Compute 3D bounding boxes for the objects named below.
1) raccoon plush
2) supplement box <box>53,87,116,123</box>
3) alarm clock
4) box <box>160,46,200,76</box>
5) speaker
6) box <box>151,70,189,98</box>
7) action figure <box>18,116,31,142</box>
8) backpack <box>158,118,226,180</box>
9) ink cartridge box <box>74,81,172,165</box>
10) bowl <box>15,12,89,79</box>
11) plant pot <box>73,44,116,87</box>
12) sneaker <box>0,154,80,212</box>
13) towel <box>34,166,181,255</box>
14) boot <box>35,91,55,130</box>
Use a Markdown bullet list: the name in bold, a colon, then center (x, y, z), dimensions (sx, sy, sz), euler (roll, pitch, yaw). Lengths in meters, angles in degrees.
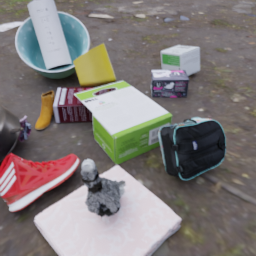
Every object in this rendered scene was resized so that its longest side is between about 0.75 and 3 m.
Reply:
- **raccoon plush**: center (-0.435, 1.132, 6.028), dimensions (0.753, 1.557, 1.043), euler (4, 28, 12)
- **supplement box**: center (-1.327, -0.867, 10.081), dimensions (2.461, 0.749, 1.340), euler (-2, 37, -3)
- **alarm clock**: center (-4.228, 0.080, 8.106), dimensions (2.690, 0.895, 1.814), euler (25, 75, 40)
- **box**: center (2.326, -2.977, 12.502), dimensions (1.265, 1.084, 1.259), euler (-27, 32, -30)
- **speaker**: center (-3.182, -3.760, 11.480), dimensions (1.091, 2.686, 1.091), euler (-15, 8, 2)
- **box**: center (1.647, -1.804, 11.295), dimensions (1.423, 0.816, 0.940), euler (0, 36, 1)
- **action figure**: center (-3.567, 0.120, 8.697), dimensions (1.075, 0.801, 0.720), euler (0, 31, 26)
- **backpack**: center (1.705, 0.467, 7.470), dimensions (1.678, 1.475, 1.286), euler (-15, 8, -17)
- **ink cartridge box**: center (-0.242, -0.359, 9.131), dimensions (2.060, 1.056, 2.787), euler (-21, 41, -26)
- **bowl**: center (-3.190, -3.335, 12.192), dimensions (2.990, 1.564, 2.990), euler (3, 70, -8)
- **plant pot**: center (-1.316, -2.122, 10.810), dimensions (1.294, 1.467, 1.468), euler (-18, 83, -6)
- **sneaker**: center (-2.272, 0.979, 7.031), dimensions (0.838, 1.236, 2.139), euler (-17, 16, 47)
- **towel**: center (-0.450, 2.120, 6.353), dimensions (2.511, 0.405, 2.398), euler (-28, 46, -33)
- **boot**: center (-2.881, -0.638, 9.614), dimensions (0.465, 0.946, 1.322), euler (8, 38, 12)
